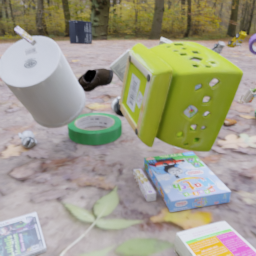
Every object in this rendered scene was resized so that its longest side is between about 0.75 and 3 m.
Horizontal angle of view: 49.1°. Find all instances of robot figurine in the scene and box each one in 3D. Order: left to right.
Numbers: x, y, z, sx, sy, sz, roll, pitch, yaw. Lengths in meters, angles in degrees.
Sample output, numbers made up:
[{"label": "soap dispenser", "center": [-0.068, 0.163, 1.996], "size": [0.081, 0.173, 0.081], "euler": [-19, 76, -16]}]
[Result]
[{"label": "robot figurine", "center": [-4.229, 0.466, 11.793], "size": [0.828, 0.552, 0.977], "euler": [33, 7, -30]}]

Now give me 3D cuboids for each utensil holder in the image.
[{"label": "utensil holder", "center": [-2.846, -1.478, 9.628], "size": [2.165, 2.548, 2.165], "euler": [-3, 64, 7]}]

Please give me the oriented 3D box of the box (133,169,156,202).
[{"label": "box", "center": [0.508, 1.815, 9.066], "size": [0.303, 0.283, 1.463], "euler": [-6, 25, -14]}]

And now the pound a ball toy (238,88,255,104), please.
[{"label": "pound a ball toy", "center": [4.645, -1.168, 10.820], "size": [0.494, 0.757, 0.322], "euler": [-14, 61, -12]}]

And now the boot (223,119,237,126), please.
[{"label": "boot", "center": [4.934, -0.389, 14.007], "size": [0.687, 0.339, 0.885], "euler": [-7, 25, -15]}]

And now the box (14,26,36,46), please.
[{"label": "box", "center": [-2.865, -2.557, 7.804], "size": [0.777, 0.150, 0.161], "euler": [40, 78, 20]}]

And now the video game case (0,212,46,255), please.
[{"label": "video game case", "center": [-2.849, 2.776, 7.035], "size": [1.301, 0.167, 1.431], "euler": [-11, 26, -24]}]

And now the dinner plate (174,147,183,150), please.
[{"label": "dinner plate", "center": [2.255, 0.705, 11.854], "size": [0.755, 0.091, 0.755], "euler": [1, 23, -1]}]

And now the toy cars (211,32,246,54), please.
[{"label": "toy cars", "center": [3.973, -3.258, 11.272], "size": [1.688, 0.374, 0.757], "euler": [-23, -22, 10]}]

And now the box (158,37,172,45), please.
[{"label": "box", "center": [1.529, -3.457, 13.011], "size": [0.599, 1.262, 0.491], "euler": [24, 36, -3]}]

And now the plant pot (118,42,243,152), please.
[{"label": "plant pot", "center": [1.099, -0.909, 7.496], "size": [2.200, 2.424, 2.412], "euler": [-1, 33, -21]}]

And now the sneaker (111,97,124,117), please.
[{"label": "sneaker", "center": [0.533, -1.115, 9.673], "size": [2.476, 0.823, 1.120], "euler": [-34, 19, 5]}]

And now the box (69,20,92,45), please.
[{"label": "box", "center": [-2.259, -4.521, 13.307], "size": [0.940, 1.032, 0.537], "euler": [-12, 18, -42]}]

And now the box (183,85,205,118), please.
[{"label": "box", "center": [1.719, -0.844, 9.461], "size": [1.591, 1.241, 0.328], "euler": [-12, 26, 4]}]

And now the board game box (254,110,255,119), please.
[{"label": "board game box", "center": [7.663, -0.903, 13.768], "size": [2.575, 0.375, 1.733], "euler": [-9, 4, 28]}]

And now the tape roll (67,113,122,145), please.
[{"label": "tape roll", "center": [-1.514, -0.002, 12.827], "size": [2.451, 0.589, 2.451], "euler": [-1, 23, 0]}]

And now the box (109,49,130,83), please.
[{"label": "box", "center": [0.172, -2.252, 11.524], "size": [1.051, 1.645, 0.896], "euler": [-38, 14, 14]}]

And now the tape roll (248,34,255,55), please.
[{"label": "tape roll", "center": [5.055, -3.213, 10.767], "size": [0.779, 0.779, 0.331], "euler": [8, 48, 18]}]

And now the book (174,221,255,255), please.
[{"label": "book", "center": [2.292, 3.057, 5.990], "size": [1.570, 0.565, 2.351], "euler": [-8, 26, -23]}]

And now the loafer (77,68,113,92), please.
[{"label": "loafer", "center": [-1.518, -2.046, 11.328], "size": [0.811, 0.829, 2.272], "euler": [16, -15, -38]}]

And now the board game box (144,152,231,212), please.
[{"label": "board game box", "center": [1.801, 1.651, 9.214], "size": [1.923, 0.465, 2.542], "euler": [-6, 25, -14]}]
